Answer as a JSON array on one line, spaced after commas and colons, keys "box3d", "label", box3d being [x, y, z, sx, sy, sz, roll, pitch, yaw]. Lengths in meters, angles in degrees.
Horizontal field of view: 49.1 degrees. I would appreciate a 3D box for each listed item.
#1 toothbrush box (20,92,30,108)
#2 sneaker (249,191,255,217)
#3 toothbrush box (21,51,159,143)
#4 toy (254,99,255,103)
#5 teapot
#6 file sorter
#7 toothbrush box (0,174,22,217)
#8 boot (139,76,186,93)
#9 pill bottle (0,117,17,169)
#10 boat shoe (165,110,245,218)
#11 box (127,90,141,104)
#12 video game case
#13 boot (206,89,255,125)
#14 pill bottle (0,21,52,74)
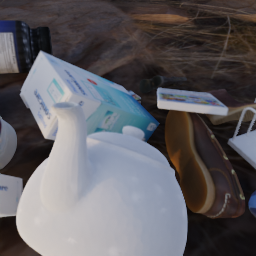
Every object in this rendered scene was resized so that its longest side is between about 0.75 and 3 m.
[{"box3d": [-2.062, -0.993, 7.501, 1.270, 0.541, 0.929, 4, 52, 10], "label": "toothbrush box"}, {"box3d": [2.454, 1.857, 3.826, 1.123, 1.010, 2.731, -43, 24, 4], "label": "sneaker"}, {"box3d": [-0.770, -0.432, 5.837, 2.329, 0.993, 1.705, 16, 25, -43], "label": "toothbrush box"}, {"box3d": [3.934, -1.025, 7.745, 1.056, 0.608, 0.249, -21, 37, -36], "label": "toy"}, {"box3d": [-0.157, 0.814, 3.759, 2.297, 2.328, 1.700, 23, 78, -14], "label": "teapot"}, {"box3d": [3.364, 0.077, 5.954, 1.787, 1.113, 1.240, -15, 43, -22], "label": "file sorter"}, {"box3d": [-2.610, 1.105, 4.362, 1.493, 1.093, 0.637, -10, 70, 12], "label": "toothbrush box"}, {"box3d": [1.007, -1.278, 8.239, 1.008, 0.401, 1.158, -7, 0, -37], "label": "boot"}, {"box3d": [-3.174, -0.056, 4.904, 1.444, 2.529, 1.444, -4, 67, 10], "label": "pill bottle"}, {"box3d": [1.444, 0.571, 5.648, 0.961, 0.962, 2.733, 12, 42, -17], "label": "boat shoe"}, {"box3d": [-0.201, -0.718, 7.826, 1.014, 0.176, 0.558, -24, 44, -27], "label": "box"}, {"box3d": [1.312, -0.621, 6.214, 1.326, 0.167, 1.852, 7, 16, 3], "label": "video game case"}, {"box3d": [2.667, -0.669, 7.223, 1.388, 0.502, 1.155, -12, 44, 11], "label": "boot"}, {"box3d": [-3.902, -2.505, 8.769, 2.890, 1.617, 1.617, -7, 39, -16], "label": "pill bottle"}]
